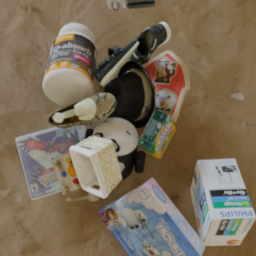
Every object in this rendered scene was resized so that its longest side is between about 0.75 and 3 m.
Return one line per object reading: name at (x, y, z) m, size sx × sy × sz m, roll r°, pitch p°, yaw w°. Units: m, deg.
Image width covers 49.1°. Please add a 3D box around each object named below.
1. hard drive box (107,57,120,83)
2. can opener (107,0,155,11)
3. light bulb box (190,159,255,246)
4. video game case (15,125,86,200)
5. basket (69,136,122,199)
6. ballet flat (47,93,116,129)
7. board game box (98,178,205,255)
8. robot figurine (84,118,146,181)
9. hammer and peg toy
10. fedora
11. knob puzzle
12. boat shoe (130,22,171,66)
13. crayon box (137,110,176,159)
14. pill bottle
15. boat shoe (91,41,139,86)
hard drive box at (-0.706, -2.261, 11.238) m, size 0.373 × 0.971 × 0.757 m, roll 37°, pitch 82°, yaw 29°
can opener at (0.092, -4.465, 9.802) m, size 1.733 × 0.456 × 0.576 m, roll 0°, pitch 55°, yaw 5°
light bulb box at (3.125, 2.595, 9.702) m, size 1.380 × 2.192 × 2.212 m, roll -3°, pitch 47°, yaw 1°
video game case at (-2.692, 1.201, 10.850) m, size 2.685 × 0.308 × 2.446 m, roll -16°, pitch 86°, yaw -10°
basket at (-0.954, 1.155, 8.661) m, size 0.998 × 1.097 × 1.618 m, roll -37°, pitch 126°, yaw -39°
ballet flat at (-1.682, -0.469, 9.311) m, size 2.740 × 1.032 × 0.929 m, roll -15°, pitch 88°, yaw 34°
board game box at (0.697, 3.590, 9.909) m, size 2.865 × 0.621 × 2.851 m, roll 52°, pitch 126°, yaw 4°
robot figurine at (-0.520, 0.890, 10.092) m, size 1.987 × 2.645 × 1.650 m, roll -4°, pitch 44°, yaw -14°
hammer and peg toy at (-1.878, 1.814, 10.012) m, size 1.433 × 0.687 × 1.948 m, roll -23°, pitch 77°, yaw 10°
fedora at (-0.178, -1.085, 10.165) m, size 1.201 × 2.630 × 2.630 m, roll -16°, pitch 83°, yaw -32°
knob puzzle at (1.109, -1.708, 10.653) m, size 3.002 × 0.416 × 3.002 m, roll -15°, pitch 66°, yaw 37°
boat shoe at (0.564, -3.020, 10.430) m, size 0.779 × 2.584 × 0.977 m, roll -26°, pitch 83°, yaw -28°
crayon box at (1.067, 0.314, 9.713) m, size 0.529 × 2.052 × 1.290 m, roll 26°, pitch 84°, yaw 21°
pill bottle at (-2.006, -2.350, 10.136) m, size 1.714 × 1.714 × 2.946 m, roll -1°, pitch 54°, yaw 0°
boat shoe at (-0.451, -2.358, 9.435) m, size 0.729 × 0.821 × 2.198 m, roll 38°, pitch 69°, yaw -2°
